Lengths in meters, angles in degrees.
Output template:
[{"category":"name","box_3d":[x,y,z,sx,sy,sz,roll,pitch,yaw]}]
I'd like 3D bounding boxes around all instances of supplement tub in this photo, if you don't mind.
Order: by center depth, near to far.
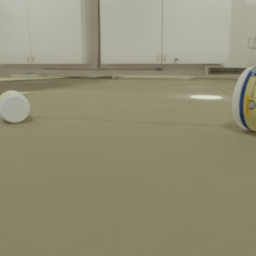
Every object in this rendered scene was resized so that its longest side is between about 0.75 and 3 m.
[{"category":"supplement tub","box_3d":[4.731,-0.745,8.027,2.032,2.032,2.814,-12,17,-40]},{"category":"supplement tub","box_3d":[-4.254,-0.791,10.390,1.073,1.073,1.480,-6,15,-25]}]
